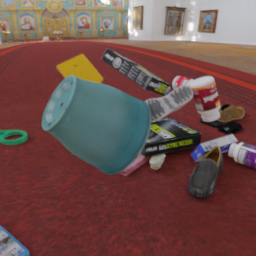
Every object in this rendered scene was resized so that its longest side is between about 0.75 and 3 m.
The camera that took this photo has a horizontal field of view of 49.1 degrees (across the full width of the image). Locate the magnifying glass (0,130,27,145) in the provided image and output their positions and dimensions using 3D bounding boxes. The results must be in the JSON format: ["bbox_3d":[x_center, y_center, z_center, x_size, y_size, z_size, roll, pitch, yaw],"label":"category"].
[{"bbox_3d":[-5.964,0.321,13.097,2.765,0.310,1.100,11,27,19],"label":"magnifying glass"}]

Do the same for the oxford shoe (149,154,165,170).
[{"bbox_3d":[1.133,1.287,10.797,0.523,0.402,1.391,-12,5,19],"label":"oxford shoe"}]

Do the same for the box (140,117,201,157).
[{"bbox_3d":[1.301,0.300,12.401,2.702,0.665,2.798,-7,19,-21],"label":"box"}]

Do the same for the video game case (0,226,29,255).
[{"bbox_3d":[-4.004,3.061,6.992,2.578,0.230,1.845,18,29,35],"label":"video game case"}]

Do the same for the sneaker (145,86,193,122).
[{"bbox_3d":[1.059,-0.570,7.923,1.722,0.644,0.706,-22,-14,18],"label":"sneaker"}]

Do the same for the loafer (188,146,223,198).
[{"bbox_3d":[2.695,1.459,9.720,0.915,0.908,2.513,12,28,23],"label":"loafer"}]

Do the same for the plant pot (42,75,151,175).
[{"bbox_3d":[-0.924,-0.214,7.221,2.104,2.239,2.239,30,8,-31],"label":"plant pot"}]

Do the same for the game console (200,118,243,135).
[{"bbox_3d":[4.663,-0.187,14.233,1.203,0.246,2.040,-20,32,-38],"label":"game console"}]

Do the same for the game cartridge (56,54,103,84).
[{"bbox_3d":[-1.901,-2.154,11.212,1.302,0.240,1.477,-34,81,-29],"label":"game cartridge"}]

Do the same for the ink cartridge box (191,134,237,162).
[{"bbox_3d":[3.451,0.804,11.211,1.778,0.836,0.393,-13,60,-27],"label":"ink cartridge box"}]

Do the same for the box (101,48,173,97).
[{"bbox_3d":[0.411,-2.369,12.171,2.650,0.587,2.123,39,16,28],"label":"box"}]

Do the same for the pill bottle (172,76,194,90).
[{"bbox_3d":[4.021,-2.873,19.220,1.039,1.039,1.851,-17,29,-34],"label":"pill bottle"}]

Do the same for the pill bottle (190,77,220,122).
[{"bbox_3d":[2.211,-0.798,7.904,0.660,1.169,0.660,-19,21,7],"label":"pill bottle"}]

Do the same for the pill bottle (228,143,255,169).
[{"bbox_3d":[4.650,1.064,10.715,1.448,0.814,0.814,20,31,37],"label":"pill bottle"}]

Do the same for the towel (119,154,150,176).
[{"bbox_3d":[-0.469,1.147,11.243,2.232,0.254,1.608,16,28,33],"label":"towel"}]

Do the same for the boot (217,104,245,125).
[{"bbox_3d":[5.609,-0.905,15.065,2.348,0.886,0.864,-19,29,-39],"label":"boot"}]
